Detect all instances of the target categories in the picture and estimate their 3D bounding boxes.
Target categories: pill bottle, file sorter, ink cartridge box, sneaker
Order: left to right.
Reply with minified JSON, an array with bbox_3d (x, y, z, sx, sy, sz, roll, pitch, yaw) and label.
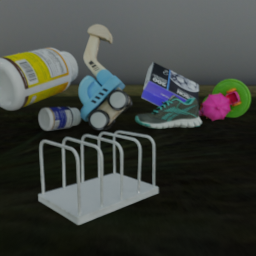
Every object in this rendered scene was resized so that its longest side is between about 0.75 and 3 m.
[{"bbox_3d":[-2.966,-1.708,9.138,1.566,1.566,2.868,5,24,31],"label":"pill bottle"},{"bbox_3d":[-2.456,-0.357,10.190,0.811,0.811,1.402,7,10,39],"label":"pill bottle"},{"bbox_3d":[-0.402,0.580,4.051,1.460,0.909,1.013,-7,12,-44],"label":"file sorter"},{"bbox_3d":[1.593,-0.656,11.109,2.821,1.287,1.094,-4,9,-21],"label":"sneaker"},{"bbox_3d":[2.018,-1.712,12.906,2.602,0.570,2.627,25,42,-8],"label":"ink cartridge box"}]

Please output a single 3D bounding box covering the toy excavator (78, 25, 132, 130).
[{"bbox_3d":[-1.012,-1.723,9.841,2.909,2.828,1.453,45,6,3],"label":"toy excavator"}]

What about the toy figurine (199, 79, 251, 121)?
[{"bbox_3d":[4.290,-1.109,13.847,2.684,2.015,2.470,-22,0,45],"label":"toy figurine"}]
